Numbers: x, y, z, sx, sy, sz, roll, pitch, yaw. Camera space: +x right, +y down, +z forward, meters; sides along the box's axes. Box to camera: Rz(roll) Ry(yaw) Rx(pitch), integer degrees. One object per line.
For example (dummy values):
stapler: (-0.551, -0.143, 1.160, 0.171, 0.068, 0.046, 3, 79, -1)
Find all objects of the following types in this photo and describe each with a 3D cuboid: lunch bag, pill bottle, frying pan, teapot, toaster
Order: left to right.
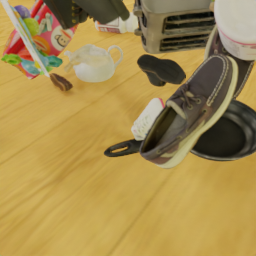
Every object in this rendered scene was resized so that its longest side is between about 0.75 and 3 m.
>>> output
lunch bag: (-1.964, -2.792, 7.283, 2.413, 1.122, 2.739, -26, 42, 37)
teapot: (-1.236, -2.504, 10.425, 1.587, 1.174, 1.608, 20, 40, 24)
pill bottle: (-0.608, -5.583, 14.664, 2.051, 1.124, 1.124, 11, 38, 15)
toaster: (1.579, -3.328, 7.481, 2.987, 1.772, 2.701, -6, -5, 2)
frying pan: (1.192, 0.260, 4.901, 2.824, 0.460, 1.708, -34, 51, -27)
pill bottle: (1.798, -1.518, 4.032, 0.948, 0.948, 1.672, 16, 9, 21)

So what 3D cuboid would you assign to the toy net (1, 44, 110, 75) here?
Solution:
toy net: (-1.460, -1.538, 5.888, 2.178, 1.143, 0.421, -4, 78, 16)

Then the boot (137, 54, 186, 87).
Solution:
boot: (0.630, -0.841, 4.680, 0.360, 0.644, 0.930, -47, 54, -5)

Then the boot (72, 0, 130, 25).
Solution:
boot: (-0.710, -1.717, 3.593, 1.441, 0.997, 0.558, 20, 65, 49)

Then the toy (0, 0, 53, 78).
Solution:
toy: (-1.665, -1.620, 4.726, 0.348, 1.472, 0.848, -30, 30, -17)

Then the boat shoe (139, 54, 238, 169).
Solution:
boat shoe: (0.619, -0.178, 3.005, 0.459, 1.417, 0.510, 18, 21, -43)

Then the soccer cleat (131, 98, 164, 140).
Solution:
soccer cleat: (0.292, -0.060, 4.122, 0.470, 1.089, 0.380, -17, 69, -8)

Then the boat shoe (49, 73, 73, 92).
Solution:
boat shoe: (-2.376, -1.637, 9.920, 0.392, 0.393, 1.115, -30, 53, -27)

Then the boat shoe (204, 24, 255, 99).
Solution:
boat shoe: (2.287, -1.916, 5.769, 1.049, 2.917, 0.945, 13, 18, 2)

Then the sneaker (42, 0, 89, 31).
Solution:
sneaker: (-0.787, -2.420, 4.764, 1.992, 1.058, 0.745, 2, 42, 48)

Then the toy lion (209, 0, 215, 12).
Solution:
toy lion: (1.748, -2.326, 4.741, 1.276, 0.438, 1.223, 19, 10, -36)
